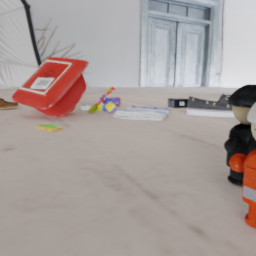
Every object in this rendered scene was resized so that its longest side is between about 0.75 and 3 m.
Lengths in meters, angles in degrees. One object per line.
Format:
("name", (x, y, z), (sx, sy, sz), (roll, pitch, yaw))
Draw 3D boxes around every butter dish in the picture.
("butter dish", (-2.962, -1.457, 11.936), (2.803, 2.072, 2.795), (16, 59, 36))

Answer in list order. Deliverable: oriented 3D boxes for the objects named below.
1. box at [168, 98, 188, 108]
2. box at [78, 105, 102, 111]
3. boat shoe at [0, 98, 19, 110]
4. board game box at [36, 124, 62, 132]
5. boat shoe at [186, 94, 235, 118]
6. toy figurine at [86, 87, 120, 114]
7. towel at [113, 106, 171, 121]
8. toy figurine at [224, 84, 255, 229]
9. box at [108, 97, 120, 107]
("box", (2.694, -1.336, 15.032), (0.910, 0.473, 0.828), (-2, 9, -15))
("box", (-1.859, -1.006, 13.841), (1.131, 0.270, 0.690), (0, 10, -1))
("boat shoe", (-6.457, -1.220, 14.039), (1.791, 0.605, 0.645), (-4, 11, -19))
("board game box", (-2.494, -0.009, 8.814), (0.897, 0.134, 0.428), (13, 16, 43))
("boat shoe", (3.890, -0.974, 11.754), (2.850, 0.944, 0.997), (3, 11, 17))
("toy figurine", (-0.948, -0.914, 12.528), (1.674, 1.003, 0.883), (-41, 18, 15))
("towel", (0.704, -0.671, 11.881), (1.985, 0.322, 2.703), (4, 11, 15))
("toy figurine", (2.362, 0.250, 3.497), (2.172, 1.535, 2.207), (2, 10, 13))
("box", (-0.807, -1.390, 15.260), (0.479, 0.500, 1.004), (4, 11, 22))
